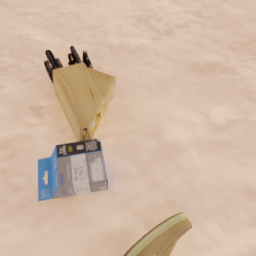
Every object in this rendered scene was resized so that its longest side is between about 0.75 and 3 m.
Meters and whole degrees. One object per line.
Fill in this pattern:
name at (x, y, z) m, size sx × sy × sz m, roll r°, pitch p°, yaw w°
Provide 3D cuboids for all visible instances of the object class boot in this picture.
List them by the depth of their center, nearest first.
boot at (0.671, 3.103, 4.954) m, size 2.735 × 0.986 × 2.115 m, roll -43°, pitch 61°, yaw -9°

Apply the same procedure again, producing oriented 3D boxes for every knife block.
knife block at (-1.763, -1.152, 8.223) m, size 2.512 × 0.916 × 2.862 m, roll 19°, pitch 54°, yaw 4°

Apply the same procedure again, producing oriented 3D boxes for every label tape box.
label tape box at (-1.452, 1.029, 7.050) m, size 1.737 × 0.550 × 1.252 m, roll -9°, pitch 53°, yaw -7°
